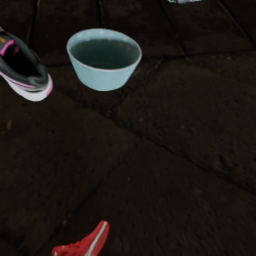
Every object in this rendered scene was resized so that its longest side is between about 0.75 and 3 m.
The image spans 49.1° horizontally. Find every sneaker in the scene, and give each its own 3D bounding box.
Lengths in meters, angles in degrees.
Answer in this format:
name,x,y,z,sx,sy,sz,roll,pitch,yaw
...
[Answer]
name,x,y,z,sx,sy,sz,roll,pitch,yaw
sneaker,-1.075,2.492,5.920,0.851,0.577,1.473,22,50,17
sneaker,-2.402,-1.531,5.179,2.409,1.040,0.968,33,72,-14

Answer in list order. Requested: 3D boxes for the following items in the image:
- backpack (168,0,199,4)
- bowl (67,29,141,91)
name,x,y,z,sx,sy,sz,roll,pitch,yaw
backpack,1.527,-3.870,7.049,1.178,1.351,1.537,-4,14,18
bowl,-0.673,-1.760,7.700,1.954,1.022,1.954,5,47,-5
